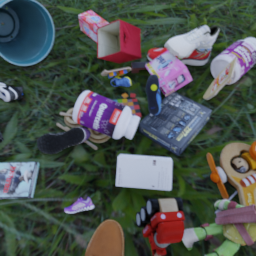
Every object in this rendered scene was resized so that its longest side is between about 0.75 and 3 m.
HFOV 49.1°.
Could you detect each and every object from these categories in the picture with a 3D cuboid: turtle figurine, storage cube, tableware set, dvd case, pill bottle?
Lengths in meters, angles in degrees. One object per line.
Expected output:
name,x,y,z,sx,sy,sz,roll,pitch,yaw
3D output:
turtle figurine,2.882,2.964,7.573,2.552,2.632,1.894,-28,81,5
storage cube,-0.367,-3.596,11.935,1.546,1.390,1.322,-3,88,40
tableware set,-1.519,-0.194,10.413,2.066,0.414,1.366,30,57,22
dvd case,-3.861,1.694,9.069,1.734,0.191,1.265,0,52,-1
pill bottle,-0.725,-0.375,9.564,2.125,1.195,1.195,22,54,5
pill bottle,4.713,-2.949,12.023,1.306,1.306,2.326,37,61,26

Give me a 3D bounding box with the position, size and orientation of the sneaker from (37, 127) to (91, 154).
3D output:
sneaker,-2.220,0.455,9.841,1.917,0.839,0.726,-12,89,15

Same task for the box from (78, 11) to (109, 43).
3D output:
box,-1.677,-5.031,13.973,0.791,0.858,1.672,-32,57,-23

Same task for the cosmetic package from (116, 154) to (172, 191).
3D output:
cosmetic package,0.488,1.356,8.642,1.682,0.683,0.949,2,93,3

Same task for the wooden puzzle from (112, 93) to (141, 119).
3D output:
wooden puzzle,-0.072,-0.746,11.021,1.029,0.122,1.735,-7,53,-7

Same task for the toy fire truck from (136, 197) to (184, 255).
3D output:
toy fire truck,0.766,2.892,7.170,1.186,1.623,1.843,1,56,-16

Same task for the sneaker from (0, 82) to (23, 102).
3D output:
sneaker,-4.812,-1.498,11.444,0.881,0.576,1.575,-14,36,-39

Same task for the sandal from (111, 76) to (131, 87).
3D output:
sandal,-0.315,-1.861,11.570,0.476,0.434,1.092,-34,31,-34

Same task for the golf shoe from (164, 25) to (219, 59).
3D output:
golf shoe,2.555,-3.559,11.062,2.597,1.263,1.017,-23,69,-35

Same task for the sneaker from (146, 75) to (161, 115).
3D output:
sneaker,0.913,-1.164,9.907,0.470,1.425,0.559,-1,10,15

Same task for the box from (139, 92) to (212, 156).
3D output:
box,1.751,-0.247,10.348,1.765,0.571,2.239,31,58,24

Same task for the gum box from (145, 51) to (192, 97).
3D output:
gum box,1.577,-2.188,11.159,1.190,0.693,2.096,-32,34,8

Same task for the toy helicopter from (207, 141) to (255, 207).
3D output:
toy helicopter,3.413,1.758,8.461,1.957,1.167,2.960,3,56,3

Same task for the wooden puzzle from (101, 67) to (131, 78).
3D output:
wooden puzzle,-0.498,-2.239,11.508,1.083,1.003,0.251,-9,94,-15

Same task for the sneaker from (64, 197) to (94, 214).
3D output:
sneaker,-1.479,2.307,8.389,0.880,0.354,0.389,-11,90,-10

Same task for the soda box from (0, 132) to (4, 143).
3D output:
soda box,-5.164,-0.162,9.971,0.614,0.686,1.938,-40,63,12

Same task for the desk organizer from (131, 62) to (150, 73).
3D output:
desk organizer,0.606,-2.673,12.389,0.939,0.361,0.337,-5,62,-7

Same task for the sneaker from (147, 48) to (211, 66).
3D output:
sneaker,2.261,-3.515,12.512,2.865,1.216,1.103,-4,48,-2

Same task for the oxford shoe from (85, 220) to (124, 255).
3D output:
oxford shoe,-0.783,3.637,7.004,1.059,1.058,2.970,11,51,10

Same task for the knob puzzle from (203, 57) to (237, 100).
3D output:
knob puzzle,3.463,-1.650,10.554,0.266,1.915,1.915,35,56,-3

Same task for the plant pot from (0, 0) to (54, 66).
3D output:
plant pot,-5.179,-4.438,12.526,2.759,2.759,2.592,-38,45,-26
